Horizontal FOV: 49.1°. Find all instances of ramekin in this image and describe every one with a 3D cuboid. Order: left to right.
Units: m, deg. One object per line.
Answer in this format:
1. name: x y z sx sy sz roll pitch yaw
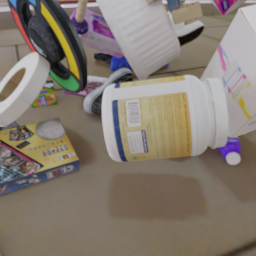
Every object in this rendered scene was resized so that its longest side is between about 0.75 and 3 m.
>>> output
1. ramekin: 0.315 -2.831 7.652 1.369 2.809 2.809 -27 29 11

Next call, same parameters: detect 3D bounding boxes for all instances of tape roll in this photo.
1. tape roll: -2.477 -0.866 6.249 1.846 0.337 1.846 -26 44 28

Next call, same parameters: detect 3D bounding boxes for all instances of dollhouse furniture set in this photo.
1. dollhouse furniture set: 0.847 -3.138 6.876 1.086 1.571 1.664 -19 12 -3

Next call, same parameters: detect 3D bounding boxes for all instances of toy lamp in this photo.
1. toy lamp: -1.161 -3.500 7.343 0.695 2.387 0.695 8 62 -16

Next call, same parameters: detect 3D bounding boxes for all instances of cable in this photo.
1. cable: -0.721 -3.570 14.052 2.110 0.536 1.722 11 27 20

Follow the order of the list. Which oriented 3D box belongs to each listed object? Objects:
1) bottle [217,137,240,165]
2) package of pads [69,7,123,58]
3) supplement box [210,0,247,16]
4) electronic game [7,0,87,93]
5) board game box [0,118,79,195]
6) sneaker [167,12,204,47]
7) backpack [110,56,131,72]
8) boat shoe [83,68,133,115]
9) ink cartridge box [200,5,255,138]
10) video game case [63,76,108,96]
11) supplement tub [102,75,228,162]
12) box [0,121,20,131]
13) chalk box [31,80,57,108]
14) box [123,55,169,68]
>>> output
1. bottle: 2.699 0.433 7.565 0.592 0.463 1.418 4 31 6
2. package of pads: -0.956 -3.239 9.595 1.976 0.748 1.191 8 55 -41
3. supplement box: 3.295 -4.318 8.266 1.713 0.867 0.885 -32 60 17
4. electronic game: -1.834 -1.980 6.300 0.572 2.750 2.750 -39 45 -21
5. board game box: -2.624 0.672 6.839 2.421 0.419 1.640 -15 49 -24
6. sneaker: 1.333 -3.380 9.988 2.908 1.059 1.231 -30 74 -30
7. backpack: -0.326 -2.859 12.801 0.905 0.735 0.759 15 35 5
8. boat shoe: -0.431 -1.206 10.015 0.960 0.975 2.706 24 48 21
9. ink cartridge box: 2.907 -1.223 5.626 1.721 2.677 1.676 -17 69 -11
10. video game case: -1.525 -1.686 11.240 1.609 0.288 1.458 10 33 17
11. supplement tub: 0.632 -0.169 5.035 1.999 1.444 1.444 -5 31 7
12. box: -3.422 0.315 7.728 1.046 0.413 0.738 -27 48 -37
13. chalk box: -3.214 -1.212 10.072 1.142 0.708 0.713 -10 34 -14
14. box: 0.278 -3.663 13.343 2.994 0.585 2.049 29 23 28
